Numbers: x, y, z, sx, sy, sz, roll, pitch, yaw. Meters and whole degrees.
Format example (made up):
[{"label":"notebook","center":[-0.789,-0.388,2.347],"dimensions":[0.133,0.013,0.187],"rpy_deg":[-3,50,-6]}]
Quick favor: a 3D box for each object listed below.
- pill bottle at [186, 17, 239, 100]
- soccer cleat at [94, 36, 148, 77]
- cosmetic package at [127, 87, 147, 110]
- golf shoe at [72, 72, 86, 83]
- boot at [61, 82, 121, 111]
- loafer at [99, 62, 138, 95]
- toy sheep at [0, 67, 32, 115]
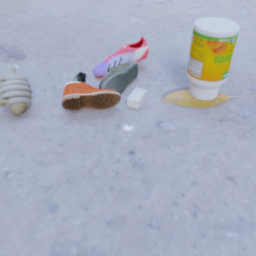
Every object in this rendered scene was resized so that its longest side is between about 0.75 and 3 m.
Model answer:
[{"label":"pill bottle","center":[2.999,-2.464,10.334],"dimensions":[1.530,2.755,1.530],"rpy_deg":[0,39,0]},{"label":"soccer cleat","center":[-0.334,-3.105,12.281],"dimensions":[2.733,1.045,0.912],"rpy_deg":[-25,45,-13]},{"label":"cosmetic package","center":[0.335,-1.129,10.585],"dimensions":[0.488,0.385,0.907],"rpy_deg":[17,43,18]},{"label":"golf shoe","center":[-1.994,-1.579,10.917],"dimensions":[0.574,0.472,1.215],"rpy_deg":[3,69,55]},{"label":"boot","center":[-1.329,-1.269,10.128],"dimensions":[2.093,0.785,1.122],"rpy_deg":[-2,47,-9]},{"label":"loafer","center":[-0.474,-1.963,11.335],"dimensions":[0.863,0.931,2.476],"rpy_deg":[11,33,30]},{"label":"toy sheep","center":[-4.057,-1.327,10.015],"dimensions":[1.240,1.240,1.798],"rpy_deg":[-8,84,-9]}]
